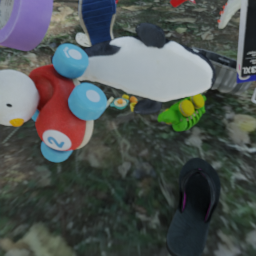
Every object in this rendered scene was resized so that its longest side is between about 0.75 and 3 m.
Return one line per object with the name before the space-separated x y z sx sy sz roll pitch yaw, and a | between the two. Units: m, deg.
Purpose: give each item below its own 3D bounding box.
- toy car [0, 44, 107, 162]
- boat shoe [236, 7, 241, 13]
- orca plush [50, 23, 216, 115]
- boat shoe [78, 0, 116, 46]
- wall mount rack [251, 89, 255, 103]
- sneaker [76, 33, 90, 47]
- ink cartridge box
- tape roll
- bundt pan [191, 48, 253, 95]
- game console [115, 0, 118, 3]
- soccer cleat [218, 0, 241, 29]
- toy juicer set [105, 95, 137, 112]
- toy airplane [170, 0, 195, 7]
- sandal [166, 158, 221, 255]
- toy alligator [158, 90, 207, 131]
toy car | -1.512 -0.311 4.204 1.712 1.578 1.514 -5 60 -39
boat shoe | 3.804 -3.870 9.150 0.615 0.531 1.694 -30 19 13
orca plush | 0.108 -1.041 5.047 2.816 1.481 1.001 -9 23 25
boat shoe | -0.863 -2.967 7.447 0.936 2.591 0.938 -11 62 -9
wall mount rack | 4.966 -1.146 8.710 1.938 0.832 2.230 17 46 18
sneaker | -1.586 -3.827 11.524 0.654 0.998 1.734 -31 50 -29
ink cartridge box | 2.542 -1.536 4.870 1.129 2.384 0.442 -6 57 14
tape roll | -2.528 -2.694 6.281 1.774 1.774 0.754 35 22 32
bundt pan | 2.905 -1.781 9.026 2.337 0.877 2.337 14 27 -7
game console | -0.876 -4.245 7.690 1.579 1.396 0.245 17 4 3
soccer cleat | 2.549 -2.938 6.687 0.463 1.194 0.414 20 23 0
toy juicer set | -0.236 -0.845 8.767 1.126 0.306 0.716 3 43 5
toy airplane | 1.408 -4.909 8.758 2.524 2.524 0.464 23 56 23
sandal | 1.470 1.522 5.935 0.958 0.610 2.548 12 44 13
toy alligator | 1.884 -0.549 8.191 2.882 0.855 0.782 -31 93 -42
